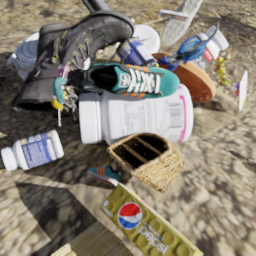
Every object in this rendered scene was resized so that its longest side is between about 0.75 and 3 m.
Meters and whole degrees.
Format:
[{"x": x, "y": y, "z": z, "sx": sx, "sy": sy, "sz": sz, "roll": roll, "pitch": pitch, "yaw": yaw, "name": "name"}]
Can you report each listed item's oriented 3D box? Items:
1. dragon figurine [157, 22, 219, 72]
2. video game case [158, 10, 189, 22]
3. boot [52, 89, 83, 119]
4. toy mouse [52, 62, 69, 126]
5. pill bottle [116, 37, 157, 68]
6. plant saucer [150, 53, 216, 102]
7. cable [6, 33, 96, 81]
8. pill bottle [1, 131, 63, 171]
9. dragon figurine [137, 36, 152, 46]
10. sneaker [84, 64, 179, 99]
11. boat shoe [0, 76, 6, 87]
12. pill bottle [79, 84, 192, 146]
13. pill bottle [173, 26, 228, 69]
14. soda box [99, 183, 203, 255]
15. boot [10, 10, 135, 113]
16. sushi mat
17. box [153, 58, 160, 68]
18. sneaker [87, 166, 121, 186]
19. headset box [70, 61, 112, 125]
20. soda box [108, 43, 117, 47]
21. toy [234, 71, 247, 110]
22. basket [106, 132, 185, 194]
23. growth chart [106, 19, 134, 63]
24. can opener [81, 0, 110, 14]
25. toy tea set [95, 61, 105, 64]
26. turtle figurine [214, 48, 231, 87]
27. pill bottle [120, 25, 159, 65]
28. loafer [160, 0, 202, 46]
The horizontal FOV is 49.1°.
[{"x": 1.569, "y": -1.934, "z": 6.952, "sx": 1.733, "sy": 0.510, "sz": 0.861, "roll": -30, "pitch": 4, "yaw": 21, "name": "dragon figurine"}, {"x": 1.257, "y": -3.104, "z": 7.765, "sx": 0.779, "sy": 0.070, "sz": 0.558, "roll": 10, "pitch": 8, "yaw": -1, "name": "video game case"}, {"x": -1.670, "y": -0.649, "z": 7.768, "sx": 1.089, "sy": 0.394, "sz": 0.906, "roll": -8, "pitch": 55, "yaw": -26, "name": "boot"}, {"x": -1.319, "y": -0.867, "z": 5.440, "sx": 0.243, "sy": 1.115, "sz": 1.254, "roll": 9, "pitch": 54, "yaw": -12, "name": "toy mouse"}, {"x": 0.292, "y": -1.656, "z": 7.136, "sx": 0.684, "sy": 0.684, "sz": 1.224, "roll": -28, "pitch": 77, "yaw": -32, "name": "pill bottle"}, {"x": 1.625, "y": -1.608, "z": 8.835, "sx": 2.433, "sy": 2.433, "sz": 0.393, "roll": 25, "pitch": 81, "yaw": 29, "name": "plant saucer"}, {"x": -2.603, "y": -2.607, "z": 10.247, "sx": 2.975, "sy": 1.030, "sz": 2.974, "roll": -3, "pitch": 42, "yaw": -3, "name": "cable"}, {"x": -2.408, "y": 0.604, "z": 7.078, "sx": 1.362, "sy": 0.756, "sz": 0.756, "roll": -17, "pitch": 41, "yaw": -18, "name": "pill bottle"}, {"x": 0.282, "y": -2.378, "z": 7.762, "sx": 0.753, "sy": 0.221, "sz": 0.374, "roll": -33, "pitch": 47, "yaw": 20, "name": "dragon figurine"}, {"x": 0.075, "y": -1.026, "z": 6.321, "sx": 2.177, "sy": 0.777, "sz": 0.870, "roll": 6, "pitch": 14, "yaw": 5, "name": "sneaker"}, {"x": -4.893, "y": -1.685, "z": 10.537, "sx": 0.326, "sy": 0.346, "sz": 0.963, "roll": 40, "pitch": 31, "yaw": -11, "name": "boat shoe"}, {"x": 0.145, "y": -0.327, "z": 7.598, "sx": 2.826, "sy": 1.602, "sz": 1.602, "roll": -3, "pitch": 37, "yaw": -6, "name": "pill bottle"}, {"x": 2.498, "y": -2.678, "z": 10.082, "sx": 1.909, "sy": 1.106, "sz": 1.106, "roll": -37, "pitch": 35, "yaw": 17, "name": "pill bottle"}, {"x": 0.358, "y": 1.813, "z": 4.989, "sx": 1.867, "sy": 0.598, "sz": 0.632, "roll": 34, "pitch": 82, "yaw": 35, "name": "soda box"}, {"x": -1.292, "y": -1.499, "z": 6.945, "sx": 2.966, "sy": 1.027, "sz": 2.582, "roll": -6, "pitch": 60, "yaw": 16, "name": "boot"}, {"x": -1.176, "y": 2.822, "z": 4.668, "sx": 2.877, "sy": 0.174, "sz": 1.376, "roll": -28, "pitch": 46, "yaw": -32, "name": "sushi mat"}, {"x": 0.375, "y": -1.276, "z": 8.615, "sx": 1.036, "sy": 1.882, "sz": 0.327, "roll": 31, "pitch": 40, "yaw": 33, "name": "box"}, {"x": -0.527, "y": 1.034, "z": 6.388, "sx": 0.932, "sy": 0.332, "sz": 0.372, "roll": 11, "pitch": 59, "yaw": 41, "name": "sneaker"}, {"x": -1.001, "y": -1.149, "z": 8.780, "sx": 1.960, "sy": 0.757, "sz": 1.459, "roll": -20, "pitch": 52, "yaw": 2, "name": "headset box"}, {"x": -0.839, "y": -3.016, "z": 8.867, "sx": 0.762, "sy": 0.720, "sz": 2.249, "roll": 13, "pitch": 9, "yaw": -17, "name": "soda box"}, {"x": 3.504, "y": -1.147, "z": 8.780, "sx": 0.271, "sy": 1.147, "sz": 0.660, "roll": 11, "pitch": 53, "yaw": 34, "name": "toy"}, {"x": 0.414, "y": 0.571, "z": 6.312, "sx": 1.060, "sy": 1.107, "sz": 1.485, "roll": -55, "pitch": 29, "yaw": 0, "name": "basket"}, {"x": -0.331, "y": -2.785, "z": 9.390, "sx": 0.147, "sy": 1.658, "sz": 1.200, "roll": 32, "pitch": 43, "yaw": -4, "name": "growth chart"}, {"x": -0.879, "y": -4.103, "z": 9.914, "sx": 0.644, "sy": 2.415, "sz": 0.807, "roll": -21, "pitch": 35, "yaw": 32, "name": "can opener"}, {"x": -1.569, "y": -2.037, "z": 10.777, "sx": 0.947, "sy": 0.590, "sz": 1.593, "roll": 24, "pitch": 53, "yaw": 35, "name": "toy tea set"}, {"x": 2.810, "y": -1.775, "z": 8.400, "sx": 0.378, "sy": 1.173, "sz": 0.946, "roll": -7, "pitch": 76, "yaw": -8, "name": "turtle figurine"}, {"x": 0.331, "y": -2.537, "z": 9.920, "sx": 1.175, "sy": 2.151, "sz": 1.175, "roll": 2, "pitch": 74, "yaw": -6, "name": "pill bottle"}, {"x": 1.855, "y": -3.771, "z": 9.850, "sx": 0.734, "sy": 2.100, "sz": 0.733, "roll": 37, "pitch": 5, "yaw": 0, "name": "loafer"}]
